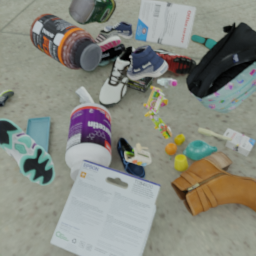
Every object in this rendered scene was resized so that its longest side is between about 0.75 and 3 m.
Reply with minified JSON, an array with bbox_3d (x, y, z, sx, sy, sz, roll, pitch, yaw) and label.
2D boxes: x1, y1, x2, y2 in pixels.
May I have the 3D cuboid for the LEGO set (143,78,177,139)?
[{"bbox_3d":[0.764,-0.336,6.361,0.706,1.535,0.571,-7,24,-13],"label":"LEGO set"}]

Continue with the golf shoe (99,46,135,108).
[{"bbox_3d":[-0.450,-2.118,11.326,1.064,1.293,2.737,22,71,20],"label":"golf shoe"}]

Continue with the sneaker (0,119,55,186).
[{"bbox_3d":[-2.510,0.575,6.922,0.731,1.315,1.881,-39,97,-15],"label":"sneaker"}]

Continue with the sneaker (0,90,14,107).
[{"bbox_3d":[-5.090,-1.108,11.351,1.125,0.416,0.455,-39,66,-20],"label":"sneaker"}]

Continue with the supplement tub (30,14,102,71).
[{"bbox_3d":[-1.804,-2.469,8.225,2.230,1.193,1.193,34,57,29],"label":"supplement tub"}]

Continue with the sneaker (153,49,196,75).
[{"bbox_3d":[1.848,-3.030,12.635,2.493,0.881,1.218,5,36,-7],"label":"sneaker"}]

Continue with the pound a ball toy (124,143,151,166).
[{"bbox_3d":[0.333,0.773,7.566,0.589,0.903,0.384,-26,60,28],"label":"pound a ball toy"}]

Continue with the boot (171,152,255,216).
[{"bbox_3d":[2.728,1.990,8.206,2.048,1.012,2.638,-27,57,-19],"label":"boot"}]

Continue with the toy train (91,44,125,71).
[{"bbox_3d":[-1.439,-3.535,13.052,2.550,1.087,1.453,-24,44,-20],"label":"toy train"}]

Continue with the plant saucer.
[{"bbox_3d":[-3.249,0.574,9.959,0.856,0.232,2.448,-5,50,-5],"label":"plant saucer"}]

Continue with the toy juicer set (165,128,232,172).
[{"bbox_3d":[2.290,0.657,9.734,2.175,0.592,1.383,-24,35,-15],"label":"toy juicer set"}]

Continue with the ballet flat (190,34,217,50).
[{"bbox_3d":[3.277,-3.608,11.832,1.355,0.457,0.422,31,15,12],"label":"ballet flat"}]

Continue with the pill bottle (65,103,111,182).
[{"bbox_3d":[-1.270,0.496,9.197,1.438,1.438,2.557,-2,49,-2],"label":"pill bottle"}]

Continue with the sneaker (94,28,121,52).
[{"bbox_3d":[-0.809,-2.713,8.646,1.239,0.457,0.542,-12,77,26],"label":"sneaker"}]

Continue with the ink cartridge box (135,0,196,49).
[{"bbox_3d":[1.343,-3.732,10.133,1.922,1.407,0.825,13,17,7],"label":"ink cartridge box"}]

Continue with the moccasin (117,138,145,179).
[{"bbox_3d":[0.011,1.007,9.344,0.661,0.561,1.644,-25,53,-20],"label":"moccasin"}]

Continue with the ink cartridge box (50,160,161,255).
[{"bbox_3d":[-0.556,2.363,7.640,2.424,0.493,2.429,17,75,14],"label":"ink cartridge box"}]

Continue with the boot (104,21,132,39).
[{"bbox_3d":[-0.509,-5.285,14.711,1.656,0.748,0.602,20,52,16],"label":"boot"}]

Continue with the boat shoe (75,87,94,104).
[{"bbox_3d":[-1.740,-1.157,11.322,0.471,0.495,1.375,-33,58,-7],"label":"boat shoe"}]

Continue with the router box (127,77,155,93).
[{"bbox_3d":[0.386,-2.147,12.194,1.326,0.412,0.994,22,52,19],"label":"router box"}]

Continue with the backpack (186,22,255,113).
[{"bbox_3d":[3.066,-1.660,8.455,1.595,2.520,2.103,32,24,-30],"label":"backpack"}]

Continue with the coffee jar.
[{"bbox_3d":[-1.221,-4.351,10.142,0.888,1.086,2.082,42,28,0],"label":"coffee jar"}]

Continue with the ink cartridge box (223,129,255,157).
[{"bbox_3d":[3.869,0.504,9.927,1.019,0.346,0.587,29,55,23],"label":"ink cartridge box"}]

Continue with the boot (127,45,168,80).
[{"bbox_3d":[0.368,-2.076,8.765,0.732,0.909,2.013,-52,26,-16],"label":"boot"}]
